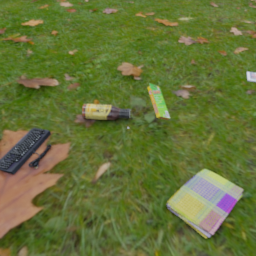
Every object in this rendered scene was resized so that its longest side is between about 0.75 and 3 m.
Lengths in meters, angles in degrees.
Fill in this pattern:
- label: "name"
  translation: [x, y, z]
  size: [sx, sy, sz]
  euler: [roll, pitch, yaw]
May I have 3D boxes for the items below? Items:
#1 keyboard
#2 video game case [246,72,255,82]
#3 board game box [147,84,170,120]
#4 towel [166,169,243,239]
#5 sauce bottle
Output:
- label: "keyboard"
  translation: [-3.599, 0.815, 10.250]
  size: [1.473, 0.239, 2.318]
  euler: [13, 42, 16]
- label: "video game case"
  translation: [6.674, -2.608, 14.523]
  size: [0.958, 0.110, 0.873]
  euler: [10, 41, 12]
- label: "board game box"
  translation: [1.191, -1.039, 11.088]
  size: [0.707, 0.222, 1.480]
  euler: [9, 61, -48]
- label: "towel"
  translation: [2.353, 2.188, 8.559]
  size: [1.563, 0.248, 2.176]
  euler: [30, 47, 32]
- label: "sauce bottle"
  translation: [-0.908, -0.648, 11.718]
  size: [1.990, 0.657, 0.657]
  euler: [2, 39, 2]
